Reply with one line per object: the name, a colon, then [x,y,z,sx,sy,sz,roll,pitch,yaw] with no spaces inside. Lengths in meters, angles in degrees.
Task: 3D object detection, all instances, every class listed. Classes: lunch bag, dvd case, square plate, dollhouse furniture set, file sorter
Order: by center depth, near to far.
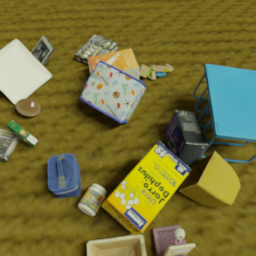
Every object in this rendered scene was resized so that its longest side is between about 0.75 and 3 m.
dollhouse furniture set: [0.343,3.487,6.962,2.801,1.988,2.219,-6,57,-4]
lunch bag: [-2.030,1.464,8.918,0.923,0.899,1.359,-9,58,-6]
file sorter: [3.414,-0.447,9.559,1.969,1.741,2.838,7,57,-7]
lunch bag: [-0.586,-1.323,10.188,1.991,1.233,1.693,28,94,11]
square plate: [-4.445,-2.197,11.138,2.003,0.285,1.984,47,63,-13]
dvd case: [-3.696,-3.111,11.841,1.289,0.159,0.968,-46,63,18]

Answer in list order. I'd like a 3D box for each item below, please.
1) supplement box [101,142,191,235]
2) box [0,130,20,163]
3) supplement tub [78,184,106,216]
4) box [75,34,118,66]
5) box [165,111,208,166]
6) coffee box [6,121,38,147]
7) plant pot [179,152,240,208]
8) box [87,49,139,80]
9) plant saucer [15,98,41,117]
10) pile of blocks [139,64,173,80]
supplement box: [0.506,1.760,8.199,1.270,1.278,2.334,42,65,7]
box: [-4.663,0.553,9.852,1.316,0.318,1.043,13,58,8]
supplement tub: [-1.092,2.206,8.610,0.599,0.599,0.828,24,60,15]
box: [-1.385,-3.372,12.352,1.274,0.388,1.580,24,60,17]
box: [1.890,0.343,9.299,0.780,1.106,1.495,5,43,-14]
coffee box: [-3.587,0.204,9.472,1.099,0.676,0.242,41,67,-17]
plant pot: [2.601,1.743,8.593,1.300,1.271,1.263,37,63,0]
box: [-0.592,-2.344,11.374,1.841,0.897,1.145,-15,58,-8]
plant saucer: [-3.778,-0.805,10.603,0.932,0.137,0.932,18,40,-16]
pile of blocks: [1.111,-2.362,11.735,1.531,0.629,0.476,-5,14,-14]
